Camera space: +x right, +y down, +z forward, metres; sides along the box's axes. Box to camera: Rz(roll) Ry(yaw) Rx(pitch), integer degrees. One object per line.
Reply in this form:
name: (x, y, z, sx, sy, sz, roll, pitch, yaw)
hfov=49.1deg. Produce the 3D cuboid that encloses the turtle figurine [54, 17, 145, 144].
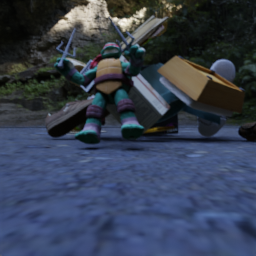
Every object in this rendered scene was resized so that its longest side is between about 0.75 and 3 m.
turtle figurine: (-0.446, -1.113, 6.248, 2.134, 2.850, 1.435, -16, -24, 27)

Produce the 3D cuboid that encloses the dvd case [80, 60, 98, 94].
dvd case: (-1.044, -1.416, 7.689, 0.125, 0.761, 1.013, 37, 5, -41)

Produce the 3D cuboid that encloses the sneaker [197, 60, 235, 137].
sneaker: (3.228, -1.081, 10.631, 1.055, 2.808, 1.614, 13, 7, 5)

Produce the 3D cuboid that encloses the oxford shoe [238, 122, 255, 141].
oxford shoe: (3.661, 0.122, 7.913, 0.795, 0.684, 1.883, -8, -7, -1)

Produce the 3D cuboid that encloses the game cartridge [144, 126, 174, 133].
game cartridge: (1.046, 0.061, 9.595, 0.738, 0.136, 0.837, -7, -1, -29)

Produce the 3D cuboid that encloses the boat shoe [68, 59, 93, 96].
boat shoe: (-1.609, -1.988, 11.143, 0.966, 1.030, 2.794, 46, 7, 29)

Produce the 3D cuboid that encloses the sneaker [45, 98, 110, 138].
sneaker: (-1.638, -0.636, 9.442, 2.562, 0.968, 0.902, -25, -38, -3)

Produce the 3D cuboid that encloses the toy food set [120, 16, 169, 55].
toy food set: (0.583, -3.130, 9.848, 1.974, 0.574, 2.860, -38, 20, 11)

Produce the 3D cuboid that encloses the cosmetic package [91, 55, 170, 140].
cosmetic package: (-0.036, -0.992, 8.406, 1.232, 2.383, 1.040, -43, -1, 29)

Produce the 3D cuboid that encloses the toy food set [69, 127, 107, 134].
toy food set: (-2.516, 0.031, 15.823, 1.706, 0.496, 2.471, 1, 1, 34)

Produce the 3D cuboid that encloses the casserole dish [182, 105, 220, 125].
casserole dish: (2.436, -0.464, 9.271, 0.901, 0.289, 1.487, 15, 10, -28)

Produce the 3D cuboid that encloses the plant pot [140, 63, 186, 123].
plant pot: (1.126, -1.280, 9.916, 1.656, 1.622, 1.656, -26, -16, -8)

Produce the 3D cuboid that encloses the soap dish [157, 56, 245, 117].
soap dish: (2.307, -1.264, 8.599, 2.363, 0.960, 1.859, 8, 30, -40)

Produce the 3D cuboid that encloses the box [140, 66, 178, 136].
box: (0.891, -1.123, 12.057, 2.110, 2.841, 1.766, -3, 3, -8)

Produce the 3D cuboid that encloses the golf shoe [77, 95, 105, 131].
golf shoe: (-0.960, -0.905, 10.216, 1.175, 2.552, 0.927, 45, 2, 12)
